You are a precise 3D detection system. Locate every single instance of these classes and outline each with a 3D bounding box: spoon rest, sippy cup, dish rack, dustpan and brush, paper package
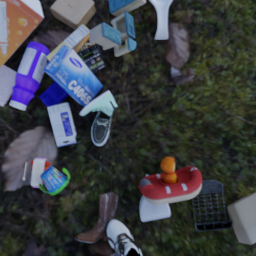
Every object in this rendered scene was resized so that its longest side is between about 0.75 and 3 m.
[{"bbox_3d":[1.287,-4.880,11.002,1.322,0.807,2.661,-3,83,-1],"label":"spoon rest"},{"bbox_3d":[-2.628,1.801,9.800,1.053,0.827,0.772,-42,107,-21],"label":"sippy cup"},{"bbox_3d":[2.928,2.754,10.057,1.304,0.464,1.700,-5,81,-2],"label":"dish rack"},{"bbox_3d":[0.842,2.491,10.159,1.101,0.451,1.577,-13,88,7],"label":"dustpan and brush"},{"bbox_3d":[-2.141,-4.670,11.030,1.302,0.674,1.241,34,83,6],"label":"paper package"}]

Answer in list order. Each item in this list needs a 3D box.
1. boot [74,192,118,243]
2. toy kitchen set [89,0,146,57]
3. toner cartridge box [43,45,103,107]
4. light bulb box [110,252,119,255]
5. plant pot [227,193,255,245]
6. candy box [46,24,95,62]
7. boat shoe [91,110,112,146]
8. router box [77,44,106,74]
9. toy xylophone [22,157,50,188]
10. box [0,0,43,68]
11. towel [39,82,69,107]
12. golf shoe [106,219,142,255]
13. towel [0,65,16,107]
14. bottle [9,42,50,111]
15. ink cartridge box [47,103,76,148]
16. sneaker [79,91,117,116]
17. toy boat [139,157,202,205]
[{"bbox_3d":[-1.045,3.020,9.668,0.542,1.571,1.686,4,84,46],"label":"boot"},{"bbox_3d":[-0.366,-4.060,10.055,1.411,1.919,2.395,-14,77,34],"label":"toy kitchen set"},{"bbox_3d":[-1.832,-1.711,9.777,0.497,2.304,1.094,32,83,29],"label":"toner cartridge box"},{"bbox_3d":[-0.647,5.423,9.304,1.794,1.119,1.778,-27,83,-6],"label":"light bulb box"},{"bbox_3d":[4.233,3.029,9.608,1.421,1.423,1.260,-28,71,-4],"label":"plant pot"},{"bbox_3d":[-2.096,-2.877,10.550,0.507,1.059,1.834,43,83,13],"label":"candy box"},{"bbox_3d":[-0.975,-0.264,10.369,0.672,0.662,1.865,10,82,-3],"label":"boat shoe"},{"bbox_3d":[-1.585,-2.410,10.495,1.372,1.028,0.426,-28,70,-3],"label":"router box"},{"bbox_3d":[-3.382,1.621,10.282,0.836,0.287,1.141,12,80,0],"label":"toy xylophone"},{"bbox_3d":[-4.535,-3.643,9.686,2.758,1.716,1.344,-40,49,19],"label":"box"},{"bbox_3d":[-2.794,-1.270,10.693,0.786,0.264,1.064,45,87,6],"label":"towel"},{"bbox_3d":[-0.029,3.741,8.923,0.838,1.018,2.155,-12,49,-27],"label":"golf shoe"},{"bbox_3d":[-4.980,-1.719,10.825,1.347,0.227,1.411,30,82,5],"label":"towel"},{"bbox_3d":[-3.695,-1.893,10.446,0.809,1.035,2.478,18,83,1],"label":"bottle"},{"bbox_3d":[-2.427,-0.107,10.399,0.767,0.302,1.542,-12,92,5],"label":"ink cartridge box"},{"bbox_3d":[-1.008,-0.639,9.919,1.345,0.495,0.793,-36,97,-11],"label":"sneaker"},{"bbox_3d":[1.437,1.666,9.567,2.145,1.400,1.402,-8,106,-11],"label":"toy boat"}]
